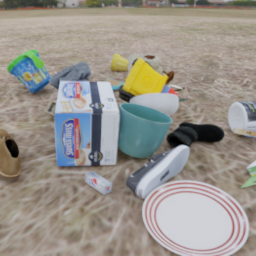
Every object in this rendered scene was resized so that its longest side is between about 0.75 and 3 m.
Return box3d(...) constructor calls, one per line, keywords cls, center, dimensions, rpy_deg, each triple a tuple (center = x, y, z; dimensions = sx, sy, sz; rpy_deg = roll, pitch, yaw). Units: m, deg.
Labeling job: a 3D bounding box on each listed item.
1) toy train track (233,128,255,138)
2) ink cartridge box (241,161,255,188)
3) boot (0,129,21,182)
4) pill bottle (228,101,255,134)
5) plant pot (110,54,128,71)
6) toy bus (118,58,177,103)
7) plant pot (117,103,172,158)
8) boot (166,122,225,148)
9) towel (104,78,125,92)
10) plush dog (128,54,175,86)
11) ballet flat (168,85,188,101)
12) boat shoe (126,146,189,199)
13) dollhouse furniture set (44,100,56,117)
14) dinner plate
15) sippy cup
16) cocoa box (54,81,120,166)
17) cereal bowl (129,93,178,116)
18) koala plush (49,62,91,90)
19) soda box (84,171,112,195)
box3d(cls="toy train track", center=(4.435, 0.284, 9.603), dimensions=(1.747, 0.284, 1.002), rpy_deg=(11, 67, -3))
box3d(cls="ink cartridge box", center=(3.767, 1.117, 7.758), dimensions=(1.402, 1.020, 0.336), rpy_deg=(-22, 79, -37))
box3d(cls="boot", center=(-3.690, 0.528, 8.554), dimensions=(0.886, 0.908, 2.408), rpy_deg=(3, 27, -37))
box3d(cls="pill bottle", center=(5.015, -0.427, 10.323), dimensions=(2.308, 1.226, 1.226), rpy_deg=(-5, 28, -11))
box3d(cls="plant pot", center=(-0.510, -4.004, 17.493), dimensions=(0.981, 1.042, 1.042), rpy_deg=(17, 29, 1))
box3d(cls="toy bus", center=(0.855, -1.547, 11.347), dimensions=(2.164, 1.530, 2.254), rpy_deg=(26, -6, 0))
box3d(cls="plant pot", center=(0.373, 0.136, 8.892), dimensions=(1.695, 1.360, 1.695), rpy_deg=(16, 18, -5))
box3d(cls="boot", center=(2.279, 0.337, 9.496), dimensions=(1.720, 0.647, 1.286), rpy_deg=(7, 23, 28))
box3d(cls="towel", center=(-0.821, -2.370, 15.164), dimensions=(1.304, 0.193, 1.778), rpy_deg=(17, 32, 27))
box3d(cls="plush dog", center=(1.165, -2.631, 14.346), dimensions=(2.163, 2.020, 2.518), rpy_deg=(9, 11, -24))
box3d(cls="ballet flat", center=(1.782, -1.661, 13.239), dimensions=(2.142, 0.720, 0.729), rpy_deg=(-5, 26, -9))
box3d(cls="boat shoe", center=(0.859, 1.114, 7.970), dimensions=(0.791, 0.835, 2.389), rpy_deg=(24, 43, 34))
box3d(cls="dollhouse furniture set", center=(-3.023, -0.679, 11.667), dimensions=(0.550, 0.786, 0.554), rpy_deg=(22, 73, 8))
box3d(cls="dinner plate", center=(1.530, 2.093, 6.570), dimensions=(2.401, 0.291, 2.401), rpy_deg=(0, 27, 0))
box3d(cls="sippy cup", center=(-4.761, -2.696, 13.889), dimensions=(1.765, 1.648, 2.248), rpy_deg=(-37, 7, 1))
box3d(cls="cocoa box", center=(-1.401, -0.253, 9.230), dimensions=(1.827, 1.857, 2.784), rpy_deg=(0, 28, -10))
box3d(cls="cereal bowl", center=(1.019, -0.717, 10.890), dimensions=(1.933, 0.805, 1.933), rpy_deg=(-3, -8, 0))
box3d(cls="koala plush", center=(-2.106, -1.717, 12.288), dimensions=(1.719, 1.871, 1.659), rpy_deg=(-42, 39, -18))
box3d(cls="soda box", center=(-0.827, 1.499, 7.673), dimensions=(0.830, 0.263, 0.283), rpy_deg=(24, 25, 38))
